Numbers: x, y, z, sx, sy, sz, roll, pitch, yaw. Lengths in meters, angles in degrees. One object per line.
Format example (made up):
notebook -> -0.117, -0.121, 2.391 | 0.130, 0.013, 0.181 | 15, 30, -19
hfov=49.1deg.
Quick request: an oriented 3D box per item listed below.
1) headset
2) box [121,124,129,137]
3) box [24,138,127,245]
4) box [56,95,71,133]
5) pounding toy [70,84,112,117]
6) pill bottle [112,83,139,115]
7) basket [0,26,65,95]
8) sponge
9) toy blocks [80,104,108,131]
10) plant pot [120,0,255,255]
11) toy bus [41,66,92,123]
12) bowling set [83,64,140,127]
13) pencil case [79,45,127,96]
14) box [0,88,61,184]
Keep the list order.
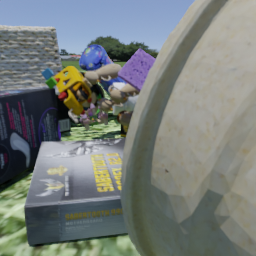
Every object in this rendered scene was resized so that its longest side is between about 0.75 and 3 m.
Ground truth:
headset -> -1.867, -1.248, 9.283 | 1.572, 2.546, 1.196 | -27, -5, -33
box -> 0.952, -0.049, 7.885 | 1.535, 0.474, 1.923 | 13, 19, 35
box -> -0.501, 0.757, 4.358 | 1.803, 0.550, 2.277 | -2, 15, -11
box -> -2.756, -0.481, 8.212 | 1.831, 1.138, 1.360 | 14, 19, 42
pounding toy -> -1.310, -1.021, 10.218 | 1.984, 1.134, 1.138 | -15, 17, -41
pill bottle -> 0.792, -1.010, 9.620 | 2.625, 1.461, 1.461 | -1, 14, -8
basket -> -3.096, -1.766, 7.644 | 2.207, 1.775, 2.187 | -10, 16, -30
sponge -> 0.598, -1.106, 6.500 | 1.498, 0.836, 0.223 | 37, -10, 9
toy blocks -> -1.019, -0.378, 7.943 | 0.711, 0.640, 0.761 | -17, 18, -14
plant pot -> 1.826, 0.646, 1.124 | 2.945, 2.945, 2.696 | -6, 27, -23
toy bus -> -1.134, -0.813, 6.086 | 0.665, 1.287, 1.215 | -37, 0, 4
bowling set -> -0.102, -0.523, 7.379 | 2.299, 1.600, 1.234 | 32, 39, 26
pencil case -> -0.675, -1.801, 9.940 | 1.097, 0.986, 2.527 | 43, -1, 41
box -> -2.448, 0.069, 5.242 | 1.262, 1.455, 2.380 | 0, 13, 18
